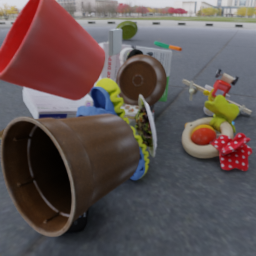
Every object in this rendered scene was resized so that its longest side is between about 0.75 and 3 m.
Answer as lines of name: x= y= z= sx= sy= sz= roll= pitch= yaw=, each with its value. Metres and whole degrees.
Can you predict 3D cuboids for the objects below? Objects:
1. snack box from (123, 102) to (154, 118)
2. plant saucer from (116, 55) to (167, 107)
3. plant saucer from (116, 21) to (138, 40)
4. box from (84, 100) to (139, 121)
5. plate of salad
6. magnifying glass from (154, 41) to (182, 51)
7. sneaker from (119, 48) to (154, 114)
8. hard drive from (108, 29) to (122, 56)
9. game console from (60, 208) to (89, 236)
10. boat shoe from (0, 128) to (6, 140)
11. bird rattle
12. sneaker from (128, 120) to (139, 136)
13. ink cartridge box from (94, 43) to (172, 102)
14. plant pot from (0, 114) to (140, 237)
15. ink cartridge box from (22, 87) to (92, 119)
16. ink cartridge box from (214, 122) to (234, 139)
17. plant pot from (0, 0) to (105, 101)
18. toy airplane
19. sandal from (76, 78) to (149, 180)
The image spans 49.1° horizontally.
snack box: x=-0.145 y=-0.469 z=11.427 sx=1.878 sy=0.635 sz=1.584 roll=-22 pitch=33 yaw=-35
plant saucer: x=0.359 y=-1.531 z=9.199 sx=1.799 sy=1.799 sz=0.329 roll=11 pitch=6 yaw=21
plant saucer: x=-0.145 y=-10.957 z=31.776 sx=2.596 sy=2.596 sz=0.403 roll=-5 pitch=58 yaw=-10
box: x=-0.505 y=-0.575 z=9.345 sx=2.000 sy=0.414 sz=0.387 roll=8 pitch=69 yaw=18
plate of salad: x=0.437 y=-0.035 z=7.955 sx=0.435 sy=1.812 sz=1.812 roll=-11 pitch=27 yaw=-4
magnifying glass: x=1.701 y=-3.499 z=12.031 sx=0.581 sy=0.164 sz=1.461 roll=10 pitch=17 yaw=-45
sneaker: x=0.418 y=-1.686 z=10.303 sx=0.990 sy=2.684 sz=1.174 roll=-17 pitch=9 yaw=-16
hard drive: x=-0.381 y=-2.591 z=8.441 sx=0.143 sy=0.717 sz=1.087 roll=6 pitch=22 yaw=10
game console: x=-1.238 y=1.502 z=7.197 sx=1.651 sy=0.337 sz=2.800 roll=-13 pitch=32 yaw=6
boat shoe: x=-3.487 y=0.290 z=9.735 sx=1.977 sy=0.712 sz=0.713 roll=-9 pitch=35 yaw=2
bird rattle: x=2.862 y=0.365 z=9.278 sx=2.119 sy=1.464 sz=2.599 roll=-14 pitch=48 yaw=23
sneaker: x=-0.565 y=0.044 z=9.811 sx=1.510 sy=1.087 sz=2.889 roll=20 pitch=35 yaw=29
ink cartridge box: x=0.138 y=-2.277 z=11.778 sx=2.998 sy=2.188 sz=1.260 roll=1 pitch=11 yaw=-19
plant pot: x=-0.977 y=0.653 z=5.555 sx=2.121 sy=2.121 sz=2.099 roll=20 pitch=23 yaw=35
ink cartridge box: x=-2.538 y=-0.984 z=10.518 sx=2.489 sy=0.506 sz=2.494 roll=-3 pitch=33 yaw=-34
ink cartridge box: x=3.270 y=0.169 z=10.253 sx=0.849 sy=0.496 sz=1.463 roll=14 pitch=29 yaw=27
plant pot: x=-2.190 y=-2.153 z=8.317 sx=2.412 sy=2.726 sz=2.726 roll=28 pitch=7 yaw=-37
toy airplane: x=3.858 y=-1.341 z=12.410 sx=2.492 sy=1.766 sz=2.503 roll=30 pitch=-4 yaw=-35
sandal: x=-0.481 y=0.203 z=7.744 sx=1.292 sy=2.967 sz=1.179 roll=-33 pitch=8 yaw=-34
